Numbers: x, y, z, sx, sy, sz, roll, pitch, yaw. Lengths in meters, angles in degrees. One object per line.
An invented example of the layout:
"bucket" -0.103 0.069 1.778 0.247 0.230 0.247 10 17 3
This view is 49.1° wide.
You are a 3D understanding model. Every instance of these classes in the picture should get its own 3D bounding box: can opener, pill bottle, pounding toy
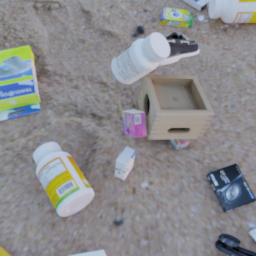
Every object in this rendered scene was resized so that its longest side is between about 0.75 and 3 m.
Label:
"can opener" 3.000 3.332 7.432 1.433 0.563 0.454 28 54 6
"pill bottle" 5.009 -5.334 12.217 2.733 1.425 1.425 -2 58 -2
"pill bottle" -1.965 1.426 8.178 1.130 1.130 2.034 -30 62 -17
"pounding toy" 0.925 -1.007 8.994 2.488 1.295 2.831 -1 48 -13
"pill bottle" 0.321 -1.840 7.444 0.884 1.546 0.884 14 67 -35

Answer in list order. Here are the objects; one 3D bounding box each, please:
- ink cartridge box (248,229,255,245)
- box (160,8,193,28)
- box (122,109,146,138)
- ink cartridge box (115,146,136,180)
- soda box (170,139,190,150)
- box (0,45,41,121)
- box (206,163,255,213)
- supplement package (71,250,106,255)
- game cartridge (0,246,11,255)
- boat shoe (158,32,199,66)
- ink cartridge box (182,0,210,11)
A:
"ink cartridge box" 3.698 3.147 7.708 0.374 0.148 0.753 -20 59 -12
"box" 2.221 -4.974 12.648 1.455 0.352 0.853 10 59 4
"box" 0.169 -0.144 8.308 0.392 0.714 0.812 -9 14 -22
"ink cartridge box" -0.095 1.075 8.440 0.361 0.858 0.626 24 52 15
"soda box" 1.513 0.066 9.400 0.427 0.460 1.344 -14 58 -25
"box" -4.332 -1.725 10.428 1.775 0.694 2.911 -14 58 -8
"box" 3.054 1.782 8.368 0.976 0.265 1.219 -17 63 -6
"supplement package" -1.295 3.841 6.817 1.632 0.905 1.271 -8 58 -4
"game cartridge" -3.991 3.840 7.220 1.595 0.293 1.809 30 65 17
"boat shoe" 1.471 -2.626 8.971 1.022 0.834 2.765 8 26 40
"ink cartridge box" 3.082 -6.381 13.520 0.919 0.360 1.942 -37 67 -20
